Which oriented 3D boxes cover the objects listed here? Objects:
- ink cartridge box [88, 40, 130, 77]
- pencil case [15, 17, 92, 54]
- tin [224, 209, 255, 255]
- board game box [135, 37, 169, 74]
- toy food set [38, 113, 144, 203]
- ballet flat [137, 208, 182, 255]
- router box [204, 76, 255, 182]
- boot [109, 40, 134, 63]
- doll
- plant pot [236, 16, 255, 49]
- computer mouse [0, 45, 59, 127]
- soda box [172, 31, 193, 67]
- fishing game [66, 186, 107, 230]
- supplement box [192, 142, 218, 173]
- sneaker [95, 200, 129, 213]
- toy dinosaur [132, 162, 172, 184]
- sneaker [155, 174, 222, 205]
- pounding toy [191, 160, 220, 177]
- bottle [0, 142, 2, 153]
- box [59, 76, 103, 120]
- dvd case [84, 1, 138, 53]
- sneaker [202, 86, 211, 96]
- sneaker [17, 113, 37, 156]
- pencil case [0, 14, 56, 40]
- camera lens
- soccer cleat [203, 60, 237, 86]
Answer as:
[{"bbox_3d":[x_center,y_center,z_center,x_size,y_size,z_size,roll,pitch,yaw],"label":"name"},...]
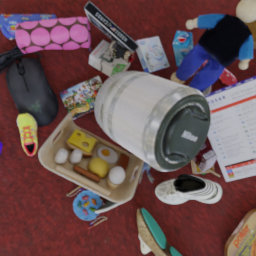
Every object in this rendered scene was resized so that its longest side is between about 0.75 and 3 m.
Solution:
[{"bbox_3d":[-0.585,-2.175,9.040,1.143,0.480,0.834,32,63,4],"label":"ink cartridge box"},{"bbox_3d":[-2.273,-2.809,8.704,2.224,1.042,1.009,-6,84,-9],"label":"pencil case"},{"bbox_3d":[3.841,3.438,8.565,1.201,0.449,2.145,40,85,0],"label":"tin"},{"bbox_3d":[0.752,-2.300,8.837,1.034,0.224,1.029,-25,97,-40],"label":"board game box"},{"bbox_3d":[-0.863,0.714,7.804,2.645,0.799,1.898,28,39,-4],"label":"toy food set"},{"bbox_3d":[0.911,3.678,8.324,0.874,0.944,2.677,-40,81,13],"label":"ballet flat"},{"bbox_3d":[3.764,-0.103,7.922,2.940,0.718,2.639,-20,97,24],"label":"router box"},{"bbox_3d":[-0.158,-1.990,7.639,0.645,0.856,0.313,36,83,12],"label":"boot"},{"bbox_3d":[2.320,-2.175,7.562,2.010,2.946,0.714,45,41,6],"label":"doll"},{"bbox_3d":[4.320,-3.433,9.446,1.510,0.207,1.510,0,83,1],"label":"plant pot"},{"bbox_3d":[-3.284,-1.380,8.906,2.007,0.764,2.899,-29,83,-4],"label":"computer mouse"},{"bbox_3d":[1.727,-2.390,8.675,0.480,1.414,0.454,15,80,19],"label":"soda box"},{"bbox_3d":[-1.264,2.443,8.781,0.962,0.209,1.344,-30,85,-1],"label":"fishing game"},{"bbox_3d":[2.007,0.578,8.365,0.411,0.735,1.350,-28,62,-14],"label":"supplement box"},{"bbox_3d":[-0.552,2.192,8.717,1.192,0.422,0.591,-24,82,-8],"label":"sneaker"},{"bbox_3d":[0.608,1.125,8.705,1.473,0.853,1.624,-3,57,22],"label":"toy dinosaur"},{"bbox_3d":[1.410,1.622,7.897,1.213,2.108,0.795,34,57,-37],"label":"sneaker"},{"bbox_3d":[2.394,1.178,8.742,0.714,0.552,0.776,-7,84,0],"label":"pounding toy"},{"bbox_3d":[-4.929,0.585,8.796,1.743,0.569,0.728,10,81,1],"label":"bottle"},{"bbox_3d":[-1.395,-0.967,9.119,1.415,0.267,0.966,-24,82,-3],"label":"box"},{"bbox_3d":[-0.482,-2.793,8.147,1.669,2.220,0.275,39,97,-11],"label":"dvd case"},{"bbox_3d":[2.219,-1.087,8.908,0.525,0.576,1.405,18,82,36],"label":"sneaker"},{"bbox_3d":[-3.011,0.229,8.500,0.551,0.637,1.410,-12,117,-13],"label":"sneaker"},{"bbox_3d":[-3.238,-3.301,9.165,1.835,0.716,0.797,-1,109,-1],"label":"pencil case"},{"bbox_3d":[0.628,-0.277,7.541,2.720,2.176,2.176,30,83,45],"label":"camera lens"},{"bbox_3d":[3.032,-1.855,9.115,1.269,0.423,0.485,37,56,10],"label":"soccer cleat"}]
